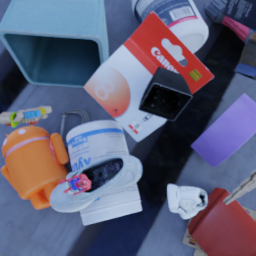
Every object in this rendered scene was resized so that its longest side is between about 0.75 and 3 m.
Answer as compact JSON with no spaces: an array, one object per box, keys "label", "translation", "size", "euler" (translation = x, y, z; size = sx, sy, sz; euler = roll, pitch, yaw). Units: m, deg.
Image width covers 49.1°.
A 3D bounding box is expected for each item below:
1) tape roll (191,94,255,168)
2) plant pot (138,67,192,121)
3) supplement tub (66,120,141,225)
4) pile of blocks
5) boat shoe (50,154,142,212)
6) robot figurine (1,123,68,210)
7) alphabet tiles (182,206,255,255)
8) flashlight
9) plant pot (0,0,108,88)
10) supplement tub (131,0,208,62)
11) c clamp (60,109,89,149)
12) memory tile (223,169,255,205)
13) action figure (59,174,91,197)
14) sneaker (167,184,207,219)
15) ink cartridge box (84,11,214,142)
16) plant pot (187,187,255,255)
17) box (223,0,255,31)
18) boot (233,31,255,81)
[{"label":"tape roll","translation":[2.734,0.086,7.656],"size":[2.038,2.038,0.866],"euler":[-41,77,-11]},{"label":"plant pot","translation":[0.741,-0.743,5.708],"size":[0.817,0.819,0.727],"euler":[17,49,-12]},{"label":"supplement tub","translation":[-0.678,1.182,7.544],"size":[1.624,1.624,2.462],"euler":[-13,72,-4]},{"label":"pile of blocks","translation":[-2.182,-0.184,5.989],"size":[1.107,0.454,0.344],"euler":[-12,115,-17]},{"label":"boat shoe","translation":[-0.875,1.131,5.952],"size":[2.361,0.841,0.824],"euler":[-26,59,19]},{"label":"robot figurine","translation":[-2.582,0.993,7.717],"size":[1.405,1.733,2.409],"euler":[-17,72,-38]},{"label":"alphabet tiles","translation":[2.828,3.094,7.772],"size":[2.400,0.076,1.997],"euler":[22,74,7]},{"label":"flashlight","translation":[3.676,-3.201,9.277],"size":[0.932,0.929,2.743],"euler":[-47,75,17]},{"label":"plant pot","translation":[-1.813,-3.011,8.378],"size":[2.619,2.626,2.675],"euler":[5,69,2]},{"label":"supplement tub","translation":[1.209,-3.554,8.875],"size":[1.815,1.815,2.587],"euler":[-20,74,-6]},{"label":"c clamp","translation":[-1.863,0.074,8.624],"size":[1.277,0.202,1.495],"euler":[9,74,3]},{"label":"memory tile","translation":[2.480,1.016,5.481],"size":[1.066,1.391,0.117],"euler":[-19,58,-28]},{"label":"action figure","translation":[-0.890,0.968,4.758],"size":[0.245,0.949,0.310],"euler":[-24,91,-41]},{"label":"sneaker","translation":[1.309,1.510,5.697],"size":[0.664,1.639,0.616],"euler":[-12,67,21]},{"label":"ink cartridge box","translation":[0.351,-0.977,6.233],"size":[1.917,2.364,0.593],"euler":[45,42,-5]},{"label":"plant pot","translation":[2.410,2.606,7.158],"size":[1.399,1.586,1.588],"euler":[-42,77,0]},{"label":"box","translation":[3.674,-3.577,7.518],"size":[1.618,1.777,0.925],"euler":[37,77,15]},{"label":"boot","translation":[3.297,-1.304,6.118],"size":[1.030,0.794,2.125],"euler":[-61,37,20]}]
